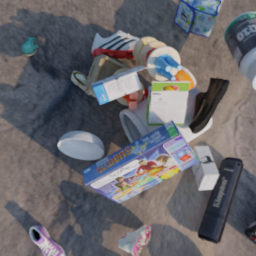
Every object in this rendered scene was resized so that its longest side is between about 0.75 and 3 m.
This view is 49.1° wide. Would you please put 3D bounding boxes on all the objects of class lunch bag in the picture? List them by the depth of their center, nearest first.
[{"bbox_3d":[2.692,-4.481,11.143,1.580,1.343,1.007,21,70,7],"label":"lunch bag"}]

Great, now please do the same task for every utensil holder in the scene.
[{"bbox_3d":[1.220,-0.208,9.223,2.363,2.008,2.008,-30,72,-12],"label":"utensil holder"}]

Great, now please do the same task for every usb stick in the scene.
[{"bbox_3d":[2.980,2.254,8.954,0.465,0.790,2.849,39,66,-30],"label":"usb stick"}]

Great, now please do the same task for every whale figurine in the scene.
[{"bbox_3d":[-3.954,-3.311,11.188,0.670,0.437,0.842,4,70,2],"label":"whale figurine"}]

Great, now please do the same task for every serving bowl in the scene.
[{"bbox_3d":[-1.395,0.481,8.517,1.410,1.410,0.464,5,59,2],"label":"serving bowl"}]

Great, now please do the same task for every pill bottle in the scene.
[{"bbox_3d":[4.152,-2.470,9.070,1.404,1.404,2.483,-7,54,-3],"label":"pill bottle"}]

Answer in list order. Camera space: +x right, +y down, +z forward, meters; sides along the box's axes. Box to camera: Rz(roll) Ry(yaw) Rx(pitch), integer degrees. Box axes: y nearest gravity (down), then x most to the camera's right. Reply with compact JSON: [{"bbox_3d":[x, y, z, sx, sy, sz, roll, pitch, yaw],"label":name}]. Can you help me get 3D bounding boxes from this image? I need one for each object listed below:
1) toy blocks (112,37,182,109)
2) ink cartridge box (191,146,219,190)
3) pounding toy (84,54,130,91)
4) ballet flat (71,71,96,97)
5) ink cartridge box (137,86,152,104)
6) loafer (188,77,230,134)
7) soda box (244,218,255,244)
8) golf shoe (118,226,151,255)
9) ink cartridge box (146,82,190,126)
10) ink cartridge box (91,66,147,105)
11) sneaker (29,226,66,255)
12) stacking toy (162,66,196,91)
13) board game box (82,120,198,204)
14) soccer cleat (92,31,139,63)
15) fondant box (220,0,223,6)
[{"bbox_3d":[0.495,-1.493,8.382,0.990,2.727,2.273,31,106,-23],"label":"toy blocks"},{"bbox_3d":[2.429,1.295,9.028,0.488,0.846,1.166,-1,44,-5],"label":"ink cartridge box"},{"bbox_3d":[-0.672,-1.933,10.243,1.390,1.073,1.510,21,85,-28],"label":"pounding toy"},{"bbox_3d":[-1.529,-1.634,10.535,1.573,0.503,0.595,30,71,10],"label":"ballet flat"},{"bbox_3d":[0.785,-1.053,10.465,0.907,0.230,1.030,0,69,-1],"label":"ink cartridge box"},{"bbox_3d":[2.253,-0.682,8.254,0.688,0.704,1.929,30,75,18],"label":"loafer"},{"bbox_3d":[4.548,2.812,8.787,1.903,0.673,0.603,-43,78,-15],"label":"soda box"},{"bbox_3d":[0.221,3.208,8.260,0.693,1.515,0.571,4,90,23],"label":"golf shoe"},{"bbox_3d":[1.058,-0.749,7.618,1.019,1.379,0.522,0,37,-3],"label":"ink cartridge box"},{"bbox_3d":[-0.200,-1.209,7.785,1.537,0.891,0.521,-22,108,-3],"label":"ink cartridge box"},{"bbox_3d":[-2.484,3.578,8.430,1.460,0.832,0.529,43,74,13],"label":"sneaker"},{"bbox_3d":[1.252,-1.126,8.293,0.970,0.970,1.328,40,81,14],"label":"stacking toy"},{"bbox_3d":[0.410,1.094,7.951,2.843,1.924,0.490,-30,51,11],"label":"board game box"},{"bbox_3d":[0.070,-3.180,10.861,2.989,1.026,1.273,-2,73,4],"label":"soccer cleat"},{"bbox_3d":[3.722,-5.865,12.171,0.935,0.378,1.296,20,72,7],"label":"fondant box"}]
